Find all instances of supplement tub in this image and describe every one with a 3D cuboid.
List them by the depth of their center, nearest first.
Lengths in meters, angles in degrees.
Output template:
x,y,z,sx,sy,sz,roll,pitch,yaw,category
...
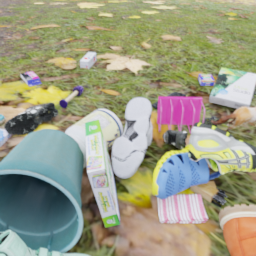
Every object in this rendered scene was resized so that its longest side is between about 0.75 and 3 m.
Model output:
x,y,z,sx,sy,sz,roll,pitch,yaw,category
-1.217,0.357,9.241,1.398,1.398,1.928,21,40,28,supplement tub

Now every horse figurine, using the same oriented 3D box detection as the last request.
x,y,z,sx,sy,sz,roll,pitch,yaw,category
4.300,-0.390,10.219,2.344,1.553,0.585,-9,61,-14,horse figurine

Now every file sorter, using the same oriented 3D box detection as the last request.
x,y,z,sx,sy,sz,roll,pitch,yaw,category
1.961,-0.432,10.540,1.661,1.154,1.042,2,29,2,file sorter

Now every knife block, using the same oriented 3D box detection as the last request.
x,y,z,sx,sy,sz,roll,pitch,yaw,category
2.294,1.907,7.969,0.930,0.297,0.816,0,33,1,knife block

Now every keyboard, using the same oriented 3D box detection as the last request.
x,y,z,sx,sy,sz,roll,pitch,yaw,category
2.008,-1.161,12.559,1.171,0.190,1.842,27,44,34,keyboard

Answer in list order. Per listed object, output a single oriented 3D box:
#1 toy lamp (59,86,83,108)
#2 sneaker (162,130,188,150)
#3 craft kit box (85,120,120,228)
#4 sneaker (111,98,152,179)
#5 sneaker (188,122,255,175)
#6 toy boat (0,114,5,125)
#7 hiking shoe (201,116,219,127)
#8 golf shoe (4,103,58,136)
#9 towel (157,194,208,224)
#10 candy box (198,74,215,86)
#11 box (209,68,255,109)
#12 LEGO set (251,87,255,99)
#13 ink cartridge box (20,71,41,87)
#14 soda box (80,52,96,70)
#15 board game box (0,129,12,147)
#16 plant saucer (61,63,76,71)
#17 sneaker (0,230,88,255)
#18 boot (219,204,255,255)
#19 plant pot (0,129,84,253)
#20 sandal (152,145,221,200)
x,y,z,sx,sy,sz,roll,pitch,yaw,category
-2.548,-1.464,12.756,0.467,0.467,1.605,13,35,18,toy lamp
1.551,0.372,9.414,0.811,0.596,1.792,7,1,8,sneaker
-0.693,1.176,7.488,0.501,2.039,2.065,-10,35,-4,craft kit box
0.242,0.508,9.320,1.041,1.592,2.770,8,64,13,sneaker
2.821,0.799,7.770,2.796,1.068,1.054,24,1,-13,sneaker
-5.473,-0.369,11.146,0.998,0.464,0.839,18,39,23,toy boat
3.276,-0.213,11.020,0.902,0.342,0.454,-20,35,-28,hiking shoe
-3.860,-0.352,11.000,2.162,0.841,1.022,-27,25,-36,golf shoe
1.452,2.177,7.678,1.275,0.191,0.933,0,34,0,towel
3.981,-2.447,14.314,0.668,0.304,0.790,2,36,0,candy box
4.738,-1.793,12.559,1.665,0.419,2.307,16,48,19,box
5.339,-1.568,12.983,1.746,0.495,1.134,1,36,19,LEGO set
-5.055,-2.550,14.548,0.651,0.255,1.376,-21,42,-28,ink cartridge box
-2.303,-3.920,16.309,0.514,0.481,1.510,7,35,10,soda box
-4.992,0.394,10.243,1.022,0.223,1.027,8,35,10,board game box
-3.363,-3.447,15.912,0.836,0.148,0.836,0,34,0,plant saucer
-1.886,2.751,5.649,2.605,1.537,0.959,-3,33,-7,sneaker
3.716,2.650,6.309,2.985,1.120,1.601,-4,36,9,boot
-2.218,1.406,7.027,2.560,2.560,2.508,0,26,1,plant pot
1.763,1.206,7.965,1.239,1.131,2.845,23,33,37,sandal
